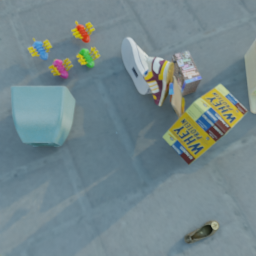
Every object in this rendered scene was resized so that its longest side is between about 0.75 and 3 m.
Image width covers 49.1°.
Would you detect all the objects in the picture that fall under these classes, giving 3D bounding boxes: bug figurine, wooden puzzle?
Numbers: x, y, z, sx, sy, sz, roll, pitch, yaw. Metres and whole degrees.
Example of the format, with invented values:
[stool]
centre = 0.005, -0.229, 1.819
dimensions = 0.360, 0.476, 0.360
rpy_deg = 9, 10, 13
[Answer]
[bug figurine]
centre = -2.496, -3.131, 11.439
dimensions = 2.764, 0.711, 2.143
rpy_deg = -26, 79, -13
[wooden puzzle]
centre = 1.702, -1.037, 9.952
dimensions = 0.227, 1.945, 1.312
rpy_deg = -5, 58, 22

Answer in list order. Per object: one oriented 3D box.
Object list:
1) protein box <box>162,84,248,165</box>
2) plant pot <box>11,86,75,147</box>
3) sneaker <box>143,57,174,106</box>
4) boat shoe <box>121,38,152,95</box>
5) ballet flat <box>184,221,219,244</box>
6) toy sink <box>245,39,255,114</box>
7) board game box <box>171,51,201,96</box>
[protein box]
centre = 2.546, -0.124, 9.334
dimensions = 1.309, 1.927, 1.941
rpy_deg = 47, 46, 12
[plant pot]
centre = -2.966, -0.304, 9.925
dimensions = 1.851, 1.846, 1.885
rpy_deg = 0, 79, 0
[sneaker]
centre = 1.038, -1.702, 10.222
dimensions = 0.986, 2.189, 0.820
rpy_deg = 25, 59, 15
[boat shoe]
centre = 0.541, -2.509, 11.226
dimensions = 0.903, 0.917, 2.587
rpy_deg = -10, 65, -32
[ballet flat]
centre = 2.472, 3.490, 9.348
dimensions = 1.314, 0.305, 0.443
rpy_deg = -22, 72, -7
[toy sink]
centre = 5.647, -1.992, 10.617
dimensions = 1.727, 1.484, 2.649
rpy_deg = 3, 71, 1
[board game box]
centre = 2.200, -2.113, 10.890
dimensions = 0.641, 1.056, 1.324
rpy_deg = -17, 71, -5
